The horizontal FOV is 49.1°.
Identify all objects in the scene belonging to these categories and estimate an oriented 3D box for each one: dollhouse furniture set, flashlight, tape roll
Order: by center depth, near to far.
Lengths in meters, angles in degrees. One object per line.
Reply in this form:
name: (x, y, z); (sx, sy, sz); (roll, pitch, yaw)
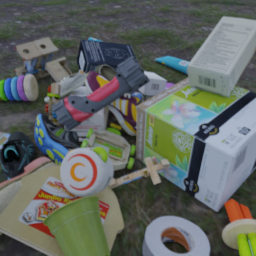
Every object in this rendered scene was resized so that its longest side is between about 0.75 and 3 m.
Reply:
tape roll: (1.009, 2.541, 5.975); (1.377, 0.455, 1.377); (6, 27, -3)
flashlight: (-0.867, -1.063, 8.427); (2.897, 0.981, 0.984); (-34, 68, 11)
dollhouse furniture set: (-3.678, -2.419, 12.338); (1.630, 1.639, 2.326); (-30, 75, -34)

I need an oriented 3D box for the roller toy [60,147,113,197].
roller toy: (-0.971, 1.040, 6.697); (1.219, 1.112, 0.851); (-6, -6, 17)

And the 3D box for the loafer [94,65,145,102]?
loafer: (-0.192, -1.459, 10.237); (2.438, 0.849, 0.917); (45, 53, -3)

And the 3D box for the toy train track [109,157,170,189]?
toy train track: (0.264, 1.152, 7.319); (1.669, 0.272, 0.957); (-21, 39, 0)

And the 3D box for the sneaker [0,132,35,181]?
sneaker: (-3.251, 0.711, 8.252); (0.904, 0.951, 2.399); (-15, 38, -13)

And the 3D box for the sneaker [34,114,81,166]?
sneaker: (-2.125, 0.430, 8.759); (1.037, 0.887, 2.502); (-15, 44, -45)

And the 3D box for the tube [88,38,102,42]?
tube: (-1.579, -4.843, 16.247); (1.622, 0.409, 0.628); (24, 51, 23)

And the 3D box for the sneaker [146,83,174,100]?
sneaker: (2.076, -1.270, 11.019); (2.413, 0.875, 1.376); (17, 37, 21)

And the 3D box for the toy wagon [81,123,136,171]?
toy wagon: (-0.548, 0.525, 8.619); (1.565, 0.399, 2.017); (22, 29, -5)

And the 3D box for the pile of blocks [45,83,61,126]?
pile of blocks: (-2.552, -0.764, 9.372); (0.485, 1.562, 0.641); (4, 20, -5)

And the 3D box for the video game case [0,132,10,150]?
video game case: (-4.368, 0.467, 9.286); (0.842, 0.102, 0.925); (14, 39, 17)

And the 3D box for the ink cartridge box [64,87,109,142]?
ink cartridge box: (-1.474, -0.565, 10.055); (1.442, 0.829, 2.463); (1, 37, 1)

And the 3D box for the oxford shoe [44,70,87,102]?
oxford shoe: (-2.282, -1.527, 10.217); (1.904, 0.550, 0.716); (-28, 19, 13)

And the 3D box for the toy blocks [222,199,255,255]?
toy blocks: (3.243, 2.131, 6.290); (2.314, 1.008, 2.777); (1, 33, 7)

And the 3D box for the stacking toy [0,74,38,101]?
stacking toy: (-5.025, -1.537, 11.273); (2.538, 1.084, 1.084); (-4, 37, 1)

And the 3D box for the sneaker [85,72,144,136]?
sneaker: (-0.180, -0.995, 9.146); (2.661, 1.199, 0.997); (45, 38, -12)

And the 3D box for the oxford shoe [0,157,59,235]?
oxford shoe: (-2.527, 1.781, 6.773); (1.066, 1.022, 2.888); (19, 41, 19)

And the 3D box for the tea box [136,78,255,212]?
tea box: (2.239, 0.146, 8.104); (2.940, 1.997, 2.989); (29, 45, 35)

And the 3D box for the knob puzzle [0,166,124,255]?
knob puzzle: (-1.362, 1.901, 6.706); (2.953, 0.409, 2.953); (18, 33, -12)

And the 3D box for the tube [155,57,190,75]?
tube: (2.339, -3.223, 13.960); (0.862, 0.561, 2.225); (-15, 34, -31)

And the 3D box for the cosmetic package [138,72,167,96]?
cosmetic package: (0.728, -1.549, 9.666); (0.749, 0.591, 1.393); (4, 19, -14)

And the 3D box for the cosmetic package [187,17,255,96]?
cosmetic package: (2.817, -2.129, 8.114); (1.245, 0.841, 2.367); (24, 63, 32)

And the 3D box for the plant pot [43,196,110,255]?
plant pot: (-0.891, 2.104, 5.421); (1.176, 1.176, 1.117); (-18, 62, -23)

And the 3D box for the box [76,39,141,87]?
box: (-0.877, -2.686, 11.925); (2.287, 1.224, 1.697); (0, 48, -22)
